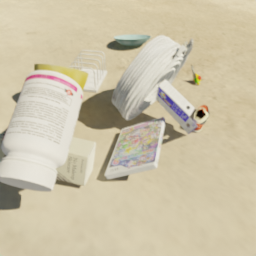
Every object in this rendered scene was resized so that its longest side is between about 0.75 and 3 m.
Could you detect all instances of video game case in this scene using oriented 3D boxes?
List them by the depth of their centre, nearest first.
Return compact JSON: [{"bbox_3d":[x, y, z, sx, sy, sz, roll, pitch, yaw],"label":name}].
[{"bbox_3d":[0.230,0.479,7.299,1.370,0.172,1.914,-17,31,25],"label":"video game case"}]

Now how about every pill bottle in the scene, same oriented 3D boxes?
[{"bbox_3d":[-1.694,0.072,5.455,1.208,1.208,2.131,6,66,8],"label":"pill bottle"}]

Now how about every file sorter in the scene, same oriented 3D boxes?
[{"bbox_3d":[-1.537,-2.206,10.674,1.092,0.980,1.574,7,39,8],"label":"file sorter"}]

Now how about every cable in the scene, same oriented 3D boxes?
[{"bbox_3d":[0.589,-1.429,8.293,0.910,2.629,2.630,43,76,9],"label":"cable"}]

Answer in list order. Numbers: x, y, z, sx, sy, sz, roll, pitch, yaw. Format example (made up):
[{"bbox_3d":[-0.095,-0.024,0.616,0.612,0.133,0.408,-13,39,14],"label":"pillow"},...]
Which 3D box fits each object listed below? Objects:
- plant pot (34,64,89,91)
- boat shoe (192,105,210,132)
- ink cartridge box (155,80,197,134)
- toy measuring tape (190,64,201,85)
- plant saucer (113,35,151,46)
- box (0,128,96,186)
[{"bbox_3d":[-2.204,-1.284,9.040,1.717,1.219,1.717,8,4,-1],"label":"plant pot"},{"bbox_3d":[2.283,-0.395,8.812,0.475,0.418,1.336,15,40,21],"label":"boat shoe"},{"bbox_3d":[1.381,-0.535,7.806,0.322,1.469,1.483,-41,82,-4],"label":"ink cartridge box"},{"bbox_3d":[2.607,-2.031,10.738,0.304,0.304,0.828,-13,84,-16],"label":"toy measuring tape"},{"bbox_3d":[0.205,-4.215,13.485,1.826,0.352,1.826,-1,24,0],"label":"plant saucer"},{"bbox_3d":[-1.980,0.643,6.872,2.225,0.914,0.761,12,27,4],"label":"box"}]
